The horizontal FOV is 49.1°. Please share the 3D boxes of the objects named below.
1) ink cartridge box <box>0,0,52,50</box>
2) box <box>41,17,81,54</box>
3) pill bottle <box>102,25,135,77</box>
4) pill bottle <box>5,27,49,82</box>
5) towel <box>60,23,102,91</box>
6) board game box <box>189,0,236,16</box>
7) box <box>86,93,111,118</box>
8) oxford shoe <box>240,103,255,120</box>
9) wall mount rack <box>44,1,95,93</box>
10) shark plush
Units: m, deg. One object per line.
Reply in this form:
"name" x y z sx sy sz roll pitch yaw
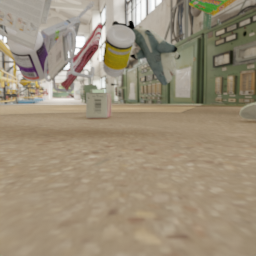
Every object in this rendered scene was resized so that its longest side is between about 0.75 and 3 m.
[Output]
"ink cartridge box" -2.841 -2.952 7.055 1.604 1.414 0.359 24 24 3
"box" -2.976 -3.754 12.045 0.415 1.572 2.017 39 47 7
"pill bottle" -0.372 -2.529 9.461 0.933 0.933 1.632 -1 -30 -13
"pill bottle" -3.542 -2.772 9.984 1.194 1.194 2.143 0 -31 -1
"towel" -1.484 -2.481 9.278 0.285 1.808 2.510 33 28 -23
"board game box" 2.502 -3.581 7.621 1.653 0.248 0.789 -35 54 -15
"box" -1.490 -1.184 14.623 1.079 1.267 1.981 0 6 2
"oxford shoe" 5.840 -0.572 11.546 2.416 0.908 0.698 3 48 35
"wall mount rack" -1.782 -2.479 8.668 1.034 2.411 2.774 1 -10 -33
"shark plush" 0.534 -2.742 9.476 2.840 1.183 1.290 39 12 -2
